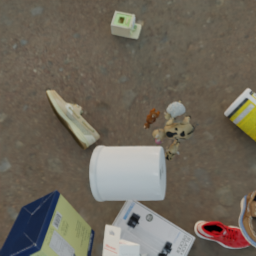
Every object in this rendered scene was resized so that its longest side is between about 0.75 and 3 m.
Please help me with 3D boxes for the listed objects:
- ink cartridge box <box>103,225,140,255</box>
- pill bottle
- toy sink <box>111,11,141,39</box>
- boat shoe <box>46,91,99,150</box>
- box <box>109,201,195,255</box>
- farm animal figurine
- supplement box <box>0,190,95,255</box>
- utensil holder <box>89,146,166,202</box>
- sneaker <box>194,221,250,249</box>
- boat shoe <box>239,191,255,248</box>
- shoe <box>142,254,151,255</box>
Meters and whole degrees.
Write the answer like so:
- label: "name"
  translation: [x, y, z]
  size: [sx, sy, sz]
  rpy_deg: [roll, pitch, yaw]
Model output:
- label: "ink cartridge box"
  translation: [-0.208, 3.411, 7.012]
  size: [0.604, 1.051, 1.795]
  rpy_deg: [11, 73, -24]
- label: "pill bottle"
  translation: [5.335, -0.265, 11.339]
  size: [1.436, 1.436, 2.513]
  rpy_deg: [-43, 76, -13]
- label: "toy sink"
  translation: [-0.074, -4.864, 13.258]
  size: [1.303, 0.730, 0.849]
  rpy_deg: [14, 72, 5]
- label: "boat shoe"
  translation: [-2.333, -0.487, 11.668]
  size: [0.951, 1.056, 2.926]
  rpy_deg: [-36, 79, -19]
- label: "box"
  translation: [0.813, 3.929, 10.233]
  size: [2.776, 0.835, 1.619]
  rpy_deg: [31, 74, 10]
- label: "farm animal figurine"
  translation: [1.319, 0.223, 8.848]
  size: [1.811, 1.791, 0.944]
  rpy_deg: [54, 43, -16]
- label: "supplement box"
  translation: [-2.160, 3.317, 7.873]
  size: [1.365, 2.034, 2.032]
  rpy_deg: [-27, 113, 15]
- label: "utensil holder"
  translation: [0.058, 1.360, 8.384]
  size: [1.975, 1.678, 1.678]
  rpy_deg: [-2, 71, 15]
- label: "sneaker"
  translation: [3.543, 3.877, 10.047]
  size: [2.116, 1.222, 0.829]
  rpy_deg: [8, 72, 3]
- label: "boat shoe"
  translation: [3.757, 2.532, 8.189]
  size: [0.778, 0.779, 2.153]
  rpy_deg: [26, 29, 3]
- label: "shoe"
  translation: [0.069, 4.627, 7.587]
  size: [1.270, 2.793, 0.998]
  rpy_deg: [-26, 101, 14]
